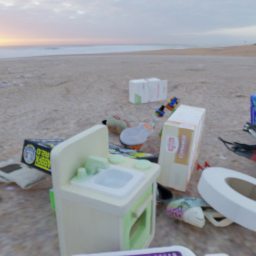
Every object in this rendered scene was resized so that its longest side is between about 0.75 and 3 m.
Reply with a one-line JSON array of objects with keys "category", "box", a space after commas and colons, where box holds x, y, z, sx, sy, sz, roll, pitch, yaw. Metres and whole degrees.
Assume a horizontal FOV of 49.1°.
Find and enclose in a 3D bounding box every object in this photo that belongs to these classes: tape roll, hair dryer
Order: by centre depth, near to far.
[{"category": "tape roll", "box": [2.601, 1.525, 6.134, 2.152, 0.393, 2.152, 16, 16, -5]}, {"category": "hair dryer", "box": [3.903, 0.959, 7.625, 2.124, 0.758, 2.789, -22, 48, -41]}]

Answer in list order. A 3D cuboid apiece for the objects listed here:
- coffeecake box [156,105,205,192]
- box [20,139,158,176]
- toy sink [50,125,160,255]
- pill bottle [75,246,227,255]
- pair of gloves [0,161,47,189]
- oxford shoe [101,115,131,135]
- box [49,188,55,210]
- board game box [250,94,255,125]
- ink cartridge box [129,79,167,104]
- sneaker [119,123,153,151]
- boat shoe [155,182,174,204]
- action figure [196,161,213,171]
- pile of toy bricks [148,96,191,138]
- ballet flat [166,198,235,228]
[{"category": "coffeecake box", "box": [1.556, 0.455, 7.991, 0.821, 1.724, 2.246, 12, 21, 19]}, {"category": "box", "box": [-0.906, 0.831, 7.395, 2.309, 0.638, 2.882, 13, 5, 35]}, {"category": "toy sink", "box": [-0.284, 1.277, 4.933, 1.291, 2.304, 1.502, 9, 21, 26]}, {"category": "pill bottle", "box": [0.305, 2.269, 3.690, 2.263, 1.270, 1.270, -3, 20, -5]}, {"category": "pair of gloves", "box": [-2.657, 1.141, 8.222, 1.922, 0.396, 2.260, 9, 20, 33]}, {"category": "oxford shoe", "box": [-0.460, 0.006, 11.093, 0.730, 0.688, 1.953, -14, 18, -22]}, {"category": "box", "box": [-1.084, 1.599, 6.653, 1.136, 0.549, 1.003, 9, 21, 26]}, {"category": "board game box", "box": [5.469, -0.254, 10.192, 0.489, 1.654, 2.175, -22, 25, -19]}, {"category": "ink cartridge box", "box": [1.166, -2.162, 16.224, 2.161, 1.265, 0.727, -10, 22, -25]}, {"category": "sneaker", "box": [0.158, 0.509, 9.004, 0.699, 1.009, 1.801, 40, 28, 18]}, {"category": "boat shoe", "box": [0.612, 1.387, 6.218, 0.445, 0.521, 1.560, -14, -26, 19]}, {"category": "action figure", "box": [2.376, 1.403, 7.572, 0.441, 0.348, 1.348, -12, 27, -16]}, {"category": "pile of toy bricks", "box": [1.535, -0.145, 10.921, 1.293, 1.150, 2.330, 34, 49, 9]}, {"category": "ballet flat", "box": [1.707, 1.848, 6.030, 1.714, 0.592, 0.610, 0, 29, -6]}]
